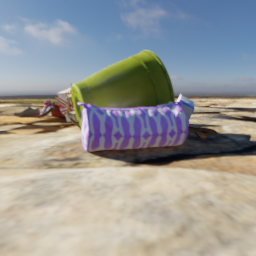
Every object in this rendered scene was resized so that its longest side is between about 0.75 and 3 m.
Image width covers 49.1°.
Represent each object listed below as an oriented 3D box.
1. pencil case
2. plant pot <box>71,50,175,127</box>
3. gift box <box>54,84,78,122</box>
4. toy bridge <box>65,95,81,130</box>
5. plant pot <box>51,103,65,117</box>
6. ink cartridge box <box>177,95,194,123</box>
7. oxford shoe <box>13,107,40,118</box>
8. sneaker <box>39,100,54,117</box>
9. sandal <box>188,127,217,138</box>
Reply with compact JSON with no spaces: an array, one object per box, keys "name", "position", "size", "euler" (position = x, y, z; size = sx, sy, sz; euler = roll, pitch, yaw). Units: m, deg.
[{"name":"pencil case","position":[0.171,-0.067,6.991],"size":[2.765,1.182,1.160],"euler":[-4,13,-21]},{"name":"plant pot","position":[-0.324,-0.820,8.725],"size":[2.531,2.629,2.629],"euler":[-19,14,-19]},{"name":"gift box","position":[-1.776,-1.021,10.247],"size":[1.307,1.417,1.323],"euler":[-7,22,36]},{"name":"toy bridge","position":[-1.790,-0.471,9.414],"size":[0.494,1.468,0.200],"euler":[-13,32,12]},{"name":"plant pot","position":[-3.780,-0.942,15.473],"size":[0.737,0.758,0.758],"euler":[8,8,1]},{"name":"ink cartridge box","position":[1.836,-0.523,9.714],"size":[0.573,0.979,1.688],"euler":[26,20,4]},{"name":"oxford shoe","position":[-5.498,-0.872,15.223],"size":[1.535,0.574,0.541],"euler":[0,8,3]},{"name":"sneaker","position":[-4.389,-1.041,14.837],"size":[1.087,0.611,0.387],"euler":[-31,-19,26]},{"name":"sandal","position":[2.106,0.156,8.330],"size":[1.041,0.284,0.426],"euler":[7,-15,11]}]
